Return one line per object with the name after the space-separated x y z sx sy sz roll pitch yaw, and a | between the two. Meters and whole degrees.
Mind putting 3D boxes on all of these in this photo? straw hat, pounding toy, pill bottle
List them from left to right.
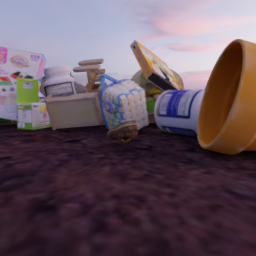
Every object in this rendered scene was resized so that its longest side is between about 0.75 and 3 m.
-2.370 -1.208 10.013 1.105 1.898 1.105 -11 6 1 | pill bottle
-0.586 -0.858 10.820 1.881 1.079 1.076 8 10 27 | pounding toy
0.767 -0.797 9.035 2.208 1.025 1.704 -3 -10 -14 | pounding toy
0.928 -1.693 10.468 2.241 2.241 0.948 2 -22 15 | straw hat
1.646 -0.358 6.758 1.122 1.122 1.875 -6 9 -39 | pill bottle

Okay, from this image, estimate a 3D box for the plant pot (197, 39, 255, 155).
2.311 -0.348 4.714 1.708 1.865 1.865 14 7 -1 | plant pot

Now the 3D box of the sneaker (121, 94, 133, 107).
0.053 -1.058 10.177 0.636 0.629 1.603 5 29 -23 | sneaker

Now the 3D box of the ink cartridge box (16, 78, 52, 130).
-2.755 -0.725 8.328 0.554 1.462 1.080 3 8 18 | ink cartridge box

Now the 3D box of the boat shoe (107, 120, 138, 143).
-0.120 0.127 5.359 0.352 0.331 0.979 -9 -9 -29 | boat shoe

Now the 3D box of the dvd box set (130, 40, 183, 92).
0.972 -1.926 9.313 1.635 0.329 2.235 28 28 -33 | dvd box set

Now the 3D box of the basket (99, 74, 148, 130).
-0.246 -0.651 7.550 1.154 1.463 1.659 -22 27 -21 | basket

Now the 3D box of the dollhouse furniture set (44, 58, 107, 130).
-1.424 -0.890 8.515 1.391 1.836 2.095 -4 28 8 | dollhouse furniture set

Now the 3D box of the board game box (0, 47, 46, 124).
-3.776 -1.364 8.912 1.786 2.334 0.471 11 -14 -1 | board game box

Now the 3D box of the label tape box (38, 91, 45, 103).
-3.880 -1.252 11.903 1.087 0.502 1.517 42 14 6 | label tape box
